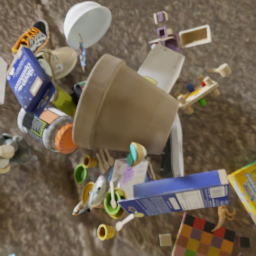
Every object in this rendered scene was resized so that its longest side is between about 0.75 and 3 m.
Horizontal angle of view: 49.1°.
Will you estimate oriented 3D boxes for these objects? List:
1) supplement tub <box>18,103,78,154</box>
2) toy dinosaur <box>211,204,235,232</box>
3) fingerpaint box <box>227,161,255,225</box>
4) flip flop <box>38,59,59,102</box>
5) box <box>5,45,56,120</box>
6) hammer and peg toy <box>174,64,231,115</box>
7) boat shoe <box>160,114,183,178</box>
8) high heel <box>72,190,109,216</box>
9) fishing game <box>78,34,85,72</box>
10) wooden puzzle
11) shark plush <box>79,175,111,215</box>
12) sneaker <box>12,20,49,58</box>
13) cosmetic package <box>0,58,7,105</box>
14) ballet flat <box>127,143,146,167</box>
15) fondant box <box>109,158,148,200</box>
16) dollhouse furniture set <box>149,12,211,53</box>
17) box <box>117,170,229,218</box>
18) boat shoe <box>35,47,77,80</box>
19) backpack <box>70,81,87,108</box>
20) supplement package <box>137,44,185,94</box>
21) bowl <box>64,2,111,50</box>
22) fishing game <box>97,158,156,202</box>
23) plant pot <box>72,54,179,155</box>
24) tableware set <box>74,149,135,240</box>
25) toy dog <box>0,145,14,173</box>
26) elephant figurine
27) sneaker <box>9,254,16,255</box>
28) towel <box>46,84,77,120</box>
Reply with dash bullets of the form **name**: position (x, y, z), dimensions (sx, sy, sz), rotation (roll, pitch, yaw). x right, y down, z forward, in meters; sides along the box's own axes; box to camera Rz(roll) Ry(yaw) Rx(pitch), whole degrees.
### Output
- **supplement tub**: position (-2.419, -0.010, 8.751), dimensions (1.935, 1.186, 1.186), rotation (27, 76, 31)
- **toy dinosaur**: position (3.125, 2.857, 9.207), dimensions (0.688, 0.391, 1.295), rotation (8, 61, 12)
- **fingerpaint box**: position (4.562, 2.084, 9.189), dimensions (1.659, 0.729, 1.988), rotation (-26, 77, -7)
- **flip flop**: position (-2.437, -1.402, 8.251), dimensions (0.399, 0.561, 1.385), rotation (-9, 77, -42)
- **box**: position (-2.681, -1.242, 7.584), dimensions (1.131, 0.303, 1.867), rotation (-51, 61, 24)
- **hammer and peg toy**: position (2.337, -1.208, 8.742), dimensions (1.827, 1.343, 0.644), rotation (-35, 100, 9)
- **boat shoe**: position (1.367, 0.461, 9.244), dimensions (0.710, 0.860, 2.507), rotation (-9, 57, 19)
- **high heel**: position (-1.000, 2.651, 9.099), dimensions (1.442, 0.515, 1.028), rotation (-36, 67, -17)
- **fishing game**: position (-1.644, -2.560, 9.723), dimensions (0.189, 1.214, 0.869), rotation (-11, 55, -16)
- **wooden puzzle**: position (2.409, 3.881, 8.984), dimensions (2.898, 0.204, 1.719), rotation (20, 76, 5)
- **shark plush**: position (-0.987, 2.048, 8.277), dimensions (0.530, 0.578, 1.273), rotation (42, 110, 44)
- **sneaker**: position (-3.684, -3.317, 10.605), dimensions (0.781, 0.771, 1.996), rotation (23, 75, 8)
- **cosmetic package**: position (-4.937, -1.750, 10.124), dimensions (0.702, 0.890, 1.654), rotation (-3, 74, 1)
- **ballet flat**: position (0.238, 0.633, 6.965), dimensions (0.417, 1.324, 0.454), rotation (-17, 74, -13)
- **fondant box**: position (-0.008, 1.669, 8.593), dimensions (0.427, 1.057, 1.465), rotation (21, 105, 43)
- **dollhouse furniture set**: position (1.519, -3.023, 8.686), dimensions (1.777, 1.262, 1.408), rotation (-1, 109, 38)
- **box**: position (1.161, 1.733, 7.070), dimensions (2.623, 1.589, 0.425), rotation (-13, 56, 12)
- **boat shoe**: position (-2.804, -2.223, 9.757), dimensions (1.007, 0.907, 2.791), rotation (35, 53, 14)
- **backpack**: position (-1.239, -1.156, 9.498), dimensions (1.160, 1.030, 0.873), rotation (-31, 76, -30)
- **supplement package**: position (0.920, -1.559, 9.708), dimensions (1.109, 1.558, 2.000), rotation (28, 77, 8)
- **bowl**: position (-1.555, -3.689, 9.764), dimensions (1.837, 1.837, 0.826), rotation (-37, 77, -9)
- **fishing game**: position (0.024, 1.784, 9.295), dimensions (1.975, 0.307, 1.414), rotation (-10, 77, -17)
- **plant pot**: position (0.075, -0.401, 7.838), dimensions (2.331, 2.687, 2.687), rotation (19, 76, 5)
- **tableware set**: position (-0.909, 1.930, 8.309), dimensions (1.816, 0.414, 2.696), rotation (-47, 49, 27)
- **toy dog**: position (-4.239, 0.854, 8.187), dimensions (1.734, 0.835, 1.144), rotation (2, 114, 9)
- **elephant figurine**: position (-4.186, 0.605, 9.458), dimensions (1.678, 1.302, 1.187), rotation (18, 37, 30)
- **sneaker**: position (-3.893, 4.236, 8.805), dimensions (0.988, 0.393, 0.645), rotation (20, 78, -5)
- **towel**: position (-2.012, -0.740, 9.486), dimensions (0.166, 1.833, 0.789), rotation (-24, 36, 31)
